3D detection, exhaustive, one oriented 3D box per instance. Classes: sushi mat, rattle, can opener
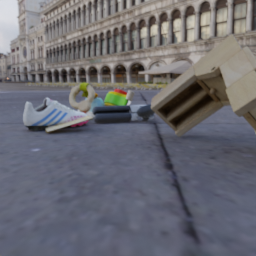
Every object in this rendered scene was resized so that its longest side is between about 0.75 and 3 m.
[{"bbox_3d":[-1.722,-0.114,8.120,1.363,0.082,0.652,-18,13,-19],"label":"sushi mat"},{"bbox_3d":[-1.613,-0.775,10.671,1.080,1.659,1.185,-14,-26,-3],"label":"rattle"},{"bbox_3d":[-0.059,-0.615,9.862,2.327,0.621,0.778,-4,-28,-22],"label":"can opener"}]

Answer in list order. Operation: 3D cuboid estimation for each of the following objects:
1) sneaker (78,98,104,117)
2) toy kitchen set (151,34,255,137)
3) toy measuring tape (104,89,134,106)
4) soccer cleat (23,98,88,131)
[{"bbox_3d":[-1.555,-1.009,12.030,0.843,0.934,2.280,-4,10,-31],"label":"sneaker"},{"bbox_3d":[2.117,0.030,5.961,2.524,2.283,2.798,-38,21,28],"label":"toy kitchen set"},{"bbox_3d":[-0.401,-1.068,10.728,1.094,1.094,2.974,-1,-5,-4],"label":"toy measuring tape"},{"bbox_3d":[-2.135,-0.462,8.651,2.174,0.939,0.760,-8,12,-42],"label":"soccer cleat"}]
